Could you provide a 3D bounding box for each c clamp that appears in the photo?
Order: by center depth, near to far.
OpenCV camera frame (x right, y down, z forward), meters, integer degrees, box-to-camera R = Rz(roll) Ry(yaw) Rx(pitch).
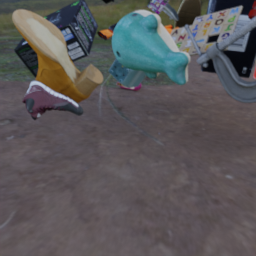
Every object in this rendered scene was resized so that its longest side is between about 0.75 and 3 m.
[{"bbox_3d":[2.624,-1.797,5.865,0.381,2.406,2.817,-18,-4,-42],"label":"c clamp"}]

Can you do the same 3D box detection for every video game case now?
[{"bbox_3d":[0.960,-3.796,8.199,0.163,0.824,0.909,28,23,-28],"label":"video game case"}]

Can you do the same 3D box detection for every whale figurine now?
[{"bbox_3d":[0.431,-1.667,6.220,1.086,1.665,2.092,-31,58,-19],"label":"whale figurine"}]

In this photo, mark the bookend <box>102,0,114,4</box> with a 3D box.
[{"bbox_3d":[-0.792,-4.559,9.394,0.846,0.841,0.390,1,-18,44],"label":"bookend"}]

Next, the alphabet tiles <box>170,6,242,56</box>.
[{"bbox_3d":[1.913,-2.540,7.618,1.997,0.075,1.669,2,55,40],"label":"alphabet tiles"}]

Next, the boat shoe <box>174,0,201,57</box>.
[{"bbox_3d":[2.294,-3.931,11.188,0.934,2.590,0.841,5,36,4],"label":"boat shoe"}]

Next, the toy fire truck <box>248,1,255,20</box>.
[{"bbox_3d":[3.504,-2.702,6.284,1.148,0.767,1.368,18,11,-12],"label":"toy fire truck"}]

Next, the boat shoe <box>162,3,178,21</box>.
[{"bbox_3d":[1.514,-4.230,10.258,0.885,0.326,0.284,31,-32,-32],"label":"boat shoe"}]

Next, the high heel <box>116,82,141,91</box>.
[{"bbox_3d":[0.041,-2.106,13.691,0.706,0.496,1.473,-2,16,-31],"label":"high heel"}]

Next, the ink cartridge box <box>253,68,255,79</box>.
[{"bbox_3d":[4.693,-1.814,7.158,2.419,1.962,0.606,20,-18,7],"label":"ink cartridge box"}]

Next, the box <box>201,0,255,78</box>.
[{"bbox_3d":[3.596,-3.650,9.776,1.691,2.832,2.879,9,33,9],"label":"box"}]

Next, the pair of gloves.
[{"bbox_3d":[0.360,-3.118,9.289,2.041,0.283,2.291,-32,48,-26],"label":"pair of gloves"}]

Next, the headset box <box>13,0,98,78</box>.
[{"bbox_3d":[-2.113,-2.856,8.718,1.957,1.043,2.248,-16,39,19],"label":"headset box"}]

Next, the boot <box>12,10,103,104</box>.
[{"bbox_3d":[-1.495,-1.085,5.134,1.340,1.871,0.658,-26,35,43],"label":"boot"}]

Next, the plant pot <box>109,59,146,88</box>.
[{"bbox_3d":[-0.028,-1.897,8.954,1.020,1.017,1.039,45,36,9],"label":"plant pot"}]

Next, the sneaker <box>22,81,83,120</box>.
[{"bbox_3d":[-1.141,-0.274,4.115,0.895,0.517,0.338,28,-16,6],"label":"sneaker"}]
